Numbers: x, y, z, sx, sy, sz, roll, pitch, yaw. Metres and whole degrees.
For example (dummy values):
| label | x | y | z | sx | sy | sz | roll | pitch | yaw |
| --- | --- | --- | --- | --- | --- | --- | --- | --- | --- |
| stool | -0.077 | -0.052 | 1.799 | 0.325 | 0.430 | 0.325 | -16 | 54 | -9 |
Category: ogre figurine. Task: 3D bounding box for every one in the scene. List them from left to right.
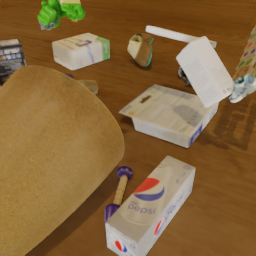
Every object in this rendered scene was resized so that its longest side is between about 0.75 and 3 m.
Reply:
| label | x | y | z | sx | sy | sz | roll | pitch | yaw |
| --- | --- | --- | --- | --- | --- | --- | --- | --- | --- |
| ogre figurine | -0.871 | -1.949 | 4.058 | 0.707 | 1.442 | 0.864 | 16 | -8 | -27 |

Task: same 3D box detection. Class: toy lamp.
| label | x | y | z | sx | sy | sz | roll | pitch | yaw |
| --- | --- | --- | --- | --- | --- | --- | --- | --- | --- |
| toy lamp | -0.177 | 1.403 | 5.777 | 0.420 | 0.420 | 1.442 | 7 | 37 | 9 |

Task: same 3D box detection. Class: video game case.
| label | x | y | z | sx | sy | sz | roll | pitch | yaw |
| --- | --- | --- | --- | --- | --- | --- | --- | --- | --- |
| video game case | 1.469 | -2.479 | 7.622 | 1.550 | 0.184 | 1.411 | 24 | 23 | 26 |

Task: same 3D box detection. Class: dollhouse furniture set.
| label | x | y | z | sx | sy | sz | roll | pitch | yaw |
| --- | --- | --- | --- | --- | --- | --- | --- | --- | --- |
| dollhouse furniture set | -1.762 | -0.887 | 9.265 | 1.217 | 1.359 | 1.715 | -27 | -7 | 33 |

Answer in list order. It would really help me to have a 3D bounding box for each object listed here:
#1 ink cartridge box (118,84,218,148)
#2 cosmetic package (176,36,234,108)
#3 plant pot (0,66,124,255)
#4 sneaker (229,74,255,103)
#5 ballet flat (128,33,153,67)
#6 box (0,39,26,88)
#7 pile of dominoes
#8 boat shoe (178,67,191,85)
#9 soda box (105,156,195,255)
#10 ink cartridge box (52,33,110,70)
| label | x | y | z | sx | sy | sz | roll | pitch | yaw |
| --- | --- | --- | --- | --- | --- | --- | --- | --- | --- |
| ink cartridge box | 1.222 | -0.464 | 8.355 | 2.244 | 0.486 | 2.203 | 19 | 40 | 28 |
| cosmetic package | 1.709 | -1.215 | 6.180 | 0.486 | 0.692 | 1.365 | -26 | 84 | -23 |
| plant pot | -1.933 | 0.855 | 4.918 | 2.742 | 2.742 | 2.943 | 17 | 50 | 22 |
| sneaker | 2.273 | -0.816 | 5.627 | 0.368 | 0.853 | 0.331 | 44 | 65 | 3 |
| ballet flat | 0.504 | -3.484 | 12.046 | 0.995 | 0.933 | 2.750 | 22 | 37 | -9 |
| box | -4.327 | -1.500 | 8.512 | 2.473 | 1.981 | 0.547 | -16 | 39 | -20 |
| pile of dominoes | 2.991 | -2.019 | 5.997 | 0.429 | 2.098 | 2.692 | 34 | 65 | -7 |
| boat shoe | 2.210 | -2.159 | 10.675 | 0.596 | 0.631 | 1.760 | -4 | 42 | -7 |
| soda box | 0.503 | 1.472 | 5.387 | 0.685 | 0.737 | 2.159 | 23 | 42 | 29 |
| ink cartridge box | -1.999 | -3.315 | 12.029 | 2.007 | 0.878 | 1.458 | -30 | 46 | -34 |
